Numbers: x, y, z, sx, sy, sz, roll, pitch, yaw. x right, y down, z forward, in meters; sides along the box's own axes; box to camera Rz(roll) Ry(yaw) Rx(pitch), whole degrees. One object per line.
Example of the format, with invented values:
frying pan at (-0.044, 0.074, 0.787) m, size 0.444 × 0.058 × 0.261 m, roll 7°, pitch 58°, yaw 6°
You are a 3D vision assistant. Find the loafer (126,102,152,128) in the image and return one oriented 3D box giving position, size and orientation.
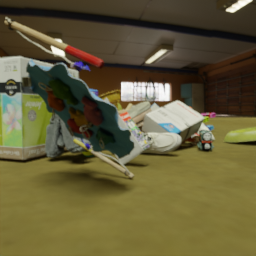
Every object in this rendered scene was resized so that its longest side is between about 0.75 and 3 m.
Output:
loafer at (-0.122, 0.060, 9.180) m, size 2.770 × 0.871 × 0.996 m, roll -35°, pitch 16°, yaw -34°

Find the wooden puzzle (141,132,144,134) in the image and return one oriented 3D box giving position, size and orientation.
wooden puzzle at (0.302, 0.399, 8.599) m, size 0.960 × 0.114 × 1.619 m, roll 1°, pitch -17°, yaw 7°

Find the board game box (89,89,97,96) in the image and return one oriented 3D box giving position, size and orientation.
board game box at (-1.804, -0.596, 10.505) m, size 0.527 × 1.781 × 2.342 m, roll -4°, pitch 11°, yaw -27°

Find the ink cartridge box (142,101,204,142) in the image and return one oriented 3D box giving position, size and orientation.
ink cartridge box at (1.418, -0.130, 8.853) m, size 1.586 × 0.681 × 1.162 m, roll -23°, pitch 49°, yaw -38°

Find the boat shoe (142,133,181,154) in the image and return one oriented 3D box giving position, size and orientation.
boat shoe at (0.650, 0.371, 7.626) m, size 1.556 × 0.560 × 0.511 m, roll -4°, pitch -22°, yaw 37°

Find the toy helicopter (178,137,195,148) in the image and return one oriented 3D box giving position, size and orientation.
toy helicopter at (1.790, 0.447, 9.210) m, size 0.634 × 0.378 × 0.959 m, roll 0°, pitch 24°, yaw 39°

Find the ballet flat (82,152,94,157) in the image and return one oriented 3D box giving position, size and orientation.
ballet flat at (-1.136, 0.550, 7.840) m, size 0.363 × 0.364 × 1.087 m, roll -14°, pitch 7°, yaw -14°

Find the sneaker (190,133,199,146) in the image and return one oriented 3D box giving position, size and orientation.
sneaker at (2.311, 0.356, 10.019) m, size 0.591 × 0.374 × 1.050 m, roll 24°, pitch 11°, yaw 38°

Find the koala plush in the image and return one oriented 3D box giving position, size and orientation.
koala plush at (-1.155, 0.089, 7.054) m, size 1.280 × 1.326 × 1.443 m, roll -13°, pitch -17°, yaw 38°

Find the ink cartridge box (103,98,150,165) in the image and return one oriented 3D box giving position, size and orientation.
ink cartridge box at (-0.208, 0.055, 6.196) m, size 0.753 × 1.383 × 0.348 m, roll -39°, pitch -7°, yaw 36°

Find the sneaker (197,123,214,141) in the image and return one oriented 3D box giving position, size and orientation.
sneaker at (2.965, 0.060, 11.346) m, size 0.624 × 0.531 × 1.411 m, roll 19°, pitch 30°, yaw -41°

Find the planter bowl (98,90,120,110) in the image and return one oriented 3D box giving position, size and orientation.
planter bowl at (-1.362, -0.680, 13.507) m, size 2.782 × 1.159 × 2.782 m, roll -27°, pitch -1°, yaw 0°

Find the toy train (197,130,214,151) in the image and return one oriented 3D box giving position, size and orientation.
toy train at (2.390, 0.378, 8.686) m, size 0.456 × 0.610 × 1.071 m, roll 0°, pitch 3°, yaw 11°

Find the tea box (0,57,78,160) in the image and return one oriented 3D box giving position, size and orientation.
tea box at (-2.691, -0.499, 7.806) m, size 1.663 × 2.448 × 2.488 m, roll 0°, pitch 3°, yaw 22°

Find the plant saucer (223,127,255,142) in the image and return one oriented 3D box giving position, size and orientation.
plant saucer at (4.767, 0.203, 10.620) m, size 2.255 × 0.350 × 2.255 m, roll -10°, pitch 0°, yaw 0°

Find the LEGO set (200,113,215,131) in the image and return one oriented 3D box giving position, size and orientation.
LEGO set at (3.785, -0.153, 15.051) m, size 1.026 × 0.953 × 2.499 m, roll -1°, pitch 9°, yaw 37°

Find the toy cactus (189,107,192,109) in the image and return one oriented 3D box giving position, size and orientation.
toy cactus at (1.932, -0.125, 12.364) m, size 1.927 × 1.194 × 2.335 m, roll -17°, pitch 8°, yaw 47°

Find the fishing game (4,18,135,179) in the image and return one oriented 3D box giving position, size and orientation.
fishing game at (-0.830, -0.178, 4.187) m, size 2.054 × 0.446 × 2.869 m, roll 29°, pitch -25°, yaw 21°

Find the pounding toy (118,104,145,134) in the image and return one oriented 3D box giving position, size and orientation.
pounding toy at (-0.328, -0.203, 10.825) m, size 2.104 × 1.496 × 1.937 m, roll -2°, pitch 5°, yaw -28°

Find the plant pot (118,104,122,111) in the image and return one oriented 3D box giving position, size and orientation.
plant pot at (-1.608, -0.980, 20.850) m, size 2.158 × 2.158 × 1.984 m, roll 0°, pitch 14°, yaw 5°

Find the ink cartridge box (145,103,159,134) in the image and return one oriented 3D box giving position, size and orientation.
ink cartridge box at (0.815, -0.266, 11.968) m, size 0.651 × 1.126 × 1.937 m, roll 42°, pitch -9°, yaw 0°
